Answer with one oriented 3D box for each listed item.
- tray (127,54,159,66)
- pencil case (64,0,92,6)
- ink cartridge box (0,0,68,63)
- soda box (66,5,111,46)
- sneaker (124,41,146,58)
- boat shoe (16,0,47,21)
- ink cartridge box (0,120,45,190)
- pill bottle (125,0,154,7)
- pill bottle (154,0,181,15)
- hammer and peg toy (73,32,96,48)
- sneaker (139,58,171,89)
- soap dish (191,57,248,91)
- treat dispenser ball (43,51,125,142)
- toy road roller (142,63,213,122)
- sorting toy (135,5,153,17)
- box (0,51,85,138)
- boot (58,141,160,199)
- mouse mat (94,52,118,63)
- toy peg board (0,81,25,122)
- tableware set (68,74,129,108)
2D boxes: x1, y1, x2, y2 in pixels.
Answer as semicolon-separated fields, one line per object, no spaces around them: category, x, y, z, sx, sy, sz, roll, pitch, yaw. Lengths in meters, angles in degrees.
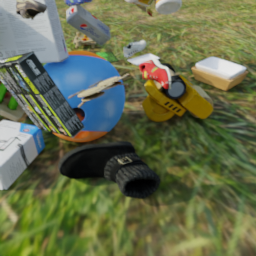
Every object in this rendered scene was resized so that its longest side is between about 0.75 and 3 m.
tray;0.760;-3.285;13.645;1.447;0.160;0.777;-24;40;-30
pencil case;-1.031;-2.715;5.765;0.776;0.337;0.303;16;57;47
ink cartridge box;-2.824;-2.767;6.814;2.378;2.422;0.525;3;28;21
soda box;-1.646;-4.351;11.883;0.639;2.013;0.687;-26;59;32
sneaker;0.245;-2.964;10.240;0.986;0.400;0.370;-36;47;-17
boat shoe;-1.419;-1.714;4.091;0.285;0.281;0.765;5;18;-42
ink cartridge box;-3.293;0.645;7.438;1.301;0.751;1.782;10;36;14
pill bottle;0.258;-4.407;9.035;0.772;0.772;1.390;20;22;27
pill bottle;1.194;-4.405;8.811;0.824;1.416;0.824;-6;-10;-1
hammer and peg toy;-2.321;-4.713;15.333;1.263;0.605;1.717;-1;35;-4
sneaker;0.591;-1.168;6.298;0.512;0.465;1.207;-17;36;-12
soap dish;3.782;-2.257;11.647;1.433;0.740;1.822;-28;43;-34
treat dispenser ball;-1.390;-0.897;8.129;2.608;2.608;2.608;0;35;0
toy road roller;1.513;-0.902;9.436;2.303;1.681;1.415;28;24;-28
sorting toy;0.551;-5.139;11.539;1.386;0.234;0.668;39;3;8
box;-1.577;-0.539;4.812;1.421;1.471;0.350;6;45;48
boot;-0.477;1.089;6.736;2.162;0.814;1.616;-13;37;-19
mouse mat;-1.240;-3.572;14.165;1.189;0.056;1.478;-11;35;-15
toy peg board;-4.260;-1.603;9.486;2.212;1.082;2.203;27;28;-17
tableware set;-0.583;-0.847;6.331;0.909;0.276;1.375;-7;21;33
